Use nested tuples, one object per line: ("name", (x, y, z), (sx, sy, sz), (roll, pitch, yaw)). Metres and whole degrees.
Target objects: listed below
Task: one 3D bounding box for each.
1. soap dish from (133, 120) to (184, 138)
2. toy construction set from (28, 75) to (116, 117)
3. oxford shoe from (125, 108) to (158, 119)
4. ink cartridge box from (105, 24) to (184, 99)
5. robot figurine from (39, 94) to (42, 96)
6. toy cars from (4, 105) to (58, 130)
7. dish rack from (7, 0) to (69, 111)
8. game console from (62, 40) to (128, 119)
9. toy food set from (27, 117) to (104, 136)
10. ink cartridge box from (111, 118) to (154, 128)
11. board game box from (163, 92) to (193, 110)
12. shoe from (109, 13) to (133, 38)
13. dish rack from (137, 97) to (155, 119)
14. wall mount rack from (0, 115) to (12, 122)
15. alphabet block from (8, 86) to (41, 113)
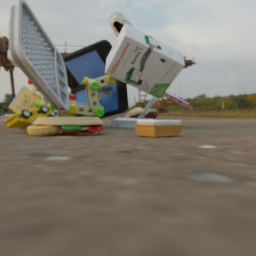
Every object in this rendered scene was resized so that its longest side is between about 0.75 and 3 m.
("soap dish", (0.580, 0.007, 5.318), (0.764, 0.310, 0.601), (-2, 3, -37))
("toy construction set", (-1.948, -1.050, 9.363), (2.957, 1.939, 1.362), (8, 13, -3))
("oxford shoe", (0.596, -0.683, 12.658), (1.900, 0.701, 0.672), (-7, -40, 42))
("ink cartridge box", (0.480, -2.062, 8.923), (2.087, 1.524, 0.880), (21, 40, -16))
("robot figurine", (-3.254, -0.761, 11.762), (2.414, 1.737, 1.408), (2, 30, 30))
("toy cars", (-2.242, -0.135, 6.881), (0.977, 0.482, 2.179), (-23, 1, -6))
("dish rack", (-2.601, -1.971, 8.123), (0.614, 2.419, 2.819), (-16, -32, 6))
("game console", (-1.410, -1.543, 10.029), (2.538, 2.166, 1.502), (-13, 40, 27))
("toy food set", (-1.242, -0.045, 5.951), (1.505, 0.370, 1.521), (0, 2, 2))
("ink cartridge box", (0.228, -0.195, 11.075), (1.531, 0.331, 1.503), (3, 5, 8))
("board game box", (1.732, -1.206, 11.096), (1.669, 0.162, 0.859), (23, 16, -16))
("shoe", (0.186, -2.870, 9.571), (2.302, 0.805, 0.615), (43, 16, -27))
("dish rack", (0.738, -0.742, 10.773), (0.201, 0.925, 0.794), (35, -22, 1))
("wall mount rack", (-6.484, -0.433, 15.122), (1.390, 0.597, 1.600), (3, 1, -9))
("alphabet block", (-3.473, -0.785, 10.149), (1.004, 0.985, 0.980), (33, -1, 7))
